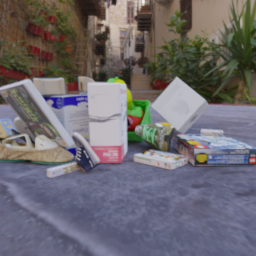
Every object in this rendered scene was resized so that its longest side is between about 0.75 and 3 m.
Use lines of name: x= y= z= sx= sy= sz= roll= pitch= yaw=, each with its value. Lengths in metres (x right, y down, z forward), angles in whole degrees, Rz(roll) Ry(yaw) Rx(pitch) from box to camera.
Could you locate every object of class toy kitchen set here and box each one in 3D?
toy kitchen set: x=-2.239 y=-0.492 z=10.055 sx=2.081 sy=2.597 sz=1.530 roll=-6 pitch=11 yaw=-23

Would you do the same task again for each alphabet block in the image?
alphabet block: x=-5.175 y=0.121 z=11.494 sx=0.767 sy=0.753 sz=0.749 roll=-28 pitch=1 yaw=11

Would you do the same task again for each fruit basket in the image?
fruit basket: x=-0.377 y=-0.712 z=11.653 sx=2.619 sy=1.889 sz=2.619 roll=18 pitch=-29 yaw=10

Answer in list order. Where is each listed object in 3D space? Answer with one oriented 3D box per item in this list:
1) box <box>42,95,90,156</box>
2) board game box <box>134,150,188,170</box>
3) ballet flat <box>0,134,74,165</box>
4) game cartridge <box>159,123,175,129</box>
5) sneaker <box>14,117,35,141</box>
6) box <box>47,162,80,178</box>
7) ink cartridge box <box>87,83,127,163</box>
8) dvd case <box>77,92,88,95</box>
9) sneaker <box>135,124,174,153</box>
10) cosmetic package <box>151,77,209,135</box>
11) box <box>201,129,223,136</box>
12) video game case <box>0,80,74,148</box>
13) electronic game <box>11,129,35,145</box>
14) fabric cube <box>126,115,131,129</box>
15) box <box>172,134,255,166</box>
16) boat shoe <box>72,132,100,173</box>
box: x=-2.189 y=-0.136 z=9.631 sx=1.032 sy=1.967 sz=1.809 roll=-11 pitch=13 yaw=-41
board game box: x=0.953 y=0.925 z=8.277 sx=1.365 sy=0.236 sz=0.861 roll=7 pitch=11 yaw=42
ballet flat: x=-2.880 y=0.615 z=8.394 sx=2.515 sy=0.821 sz=0.887 roll=1 pitch=11 yaw=6
game cartridge: x=2.516 y=-0.098 z=16.251 sx=1.552 sy=0.252 sz=1.368 roll=-1 pitch=7 yaw=11
sneaker: x=-3.563 y=-0.073 z=10.550 sx=0.613 sy=1.677 sz=0.938 roll=-26 pitch=44 yaw=17
box: x=-1.655 y=1.080 z=7.286 sx=0.189 sy=0.203 sz=0.979 roll=6 pitch=8 yaw=37
ink cartridge box: x=-0.600 y=-0.228 z=8.835 sx=0.976 sy=2.358 sz=1.728 roll=0 pitch=8 yaw=6
dvd case: x=-2.343 y=-0.603 z=12.105 sx=0.289 sy=1.920 sz=2.629 roll=31 pitch=28 yaw=11
sneaker: x=0.802 y=0.291 z=9.697 sx=1.137 sy=0.986 sz=2.565 roll=10 pitch=0 yaw=-9
cosmetic package: x=2.471 y=-1.030 z=13.369 sx=1.865 sy=1.859 sz=1.146 roll=46 pitch=10 yaw=25
box: x=3.002 y=0.170 z=10.049 sx=0.764 sy=0.148 sz=0.158 roll=4 pitch=35 yaw=24
video game case: x=-2.841 y=-0.352 z=8.529 sx=2.050 sy=2.255 sz=0.263 roll=0 pitch=38 yaw=47
electronic game: x=-3.336 y=0.351 z=9.197 sx=1.103 sy=0.230 sz=1.103 roll=29 pitch=-12 yaw=7
fabric cube: x=-0.593 y=-0.362 z=10.446 sx=0.941 sy=0.924 sz=0.938 roll=-32 pitch=36 yaw=-8
box: x=2.650 y=0.652 z=9.176 sx=1.849 sy=0.539 sz=2.701 roll=0 pitch=7 yaw=-3
boat shoe: x=-1.225 y=0.656 z=7.292 sx=0.498 sy=1.074 sz=0.401 roll=-38 pitch=-1 yaw=-28
